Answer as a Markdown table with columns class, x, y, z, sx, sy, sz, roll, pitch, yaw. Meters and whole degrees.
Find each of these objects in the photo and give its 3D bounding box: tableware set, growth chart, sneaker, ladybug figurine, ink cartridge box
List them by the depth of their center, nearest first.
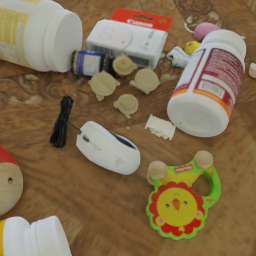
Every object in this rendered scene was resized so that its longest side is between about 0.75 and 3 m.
| class | x | y | z | sx | sy | sz | roll | pitch | yaw |
| --- | --- | --- | --- | --- | --- | --- | --- | --- | --- |
| ladybug figurine | -3.335 | 0.812 | 5.746 | 2.578 | 0.927 | 1.750 | 26 | 43 | 19 |
| growth chart | 0.807 | -0.013 | 7.007 | 0.762 | 0.068 | 0.551 | 23 | 60 | 15 |
| tableware set | -0.078 | -1.168 | 7.324 | 1.408 | 0.196 | 1.686 | 41 | 71 | 2 |
| sneaker | 1.565 | -1.885 | 8.096 | 0.496 | 0.429 | 1.144 | -34 | 54 | -14 |
| ink cartridge box | 0.154 | -3.081 | 8.742 | 2.092 | 0.734 | 2.574 | 15 | 62 | 10 |

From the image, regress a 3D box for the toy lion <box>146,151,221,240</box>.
| class | x | y | z | sx | sy | sz | roll | pitch | yaw |
| --- | --- | --- | --- | --- | --- | --- | --- | --- | --- |
| toy lion | 1.156 | 1.420 | 5.834 | 1.671 | 0.574 | 1.602 | -12 | 64 | -9 |

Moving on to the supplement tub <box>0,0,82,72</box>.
| class | x | y | z | sx | sy | sz | roll | pitch | yaw |
| --- | --- | --- | --- | --- | --- | --- | --- | --- | --- |
| supplement tub | -2.747 | -2.626 | 7.664 | 2.554 | 1.857 | 1.857 | 19 | 58 | 11 |

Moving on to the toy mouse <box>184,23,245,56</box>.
| class | x | y | z | sx | sy | sz | roll | pitch | yaw |
| --- | --- | --- | --- | --- | --- | --- | --- | --- | --- |
| toy mouse | 2.730 | -2.635 | 8.505 | 2.163 | 0.471 | 2.434 | -17 | 58 | -11 |

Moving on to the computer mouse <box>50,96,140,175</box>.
| class | x | y | z | sx | sy | sz | roll | pitch | yaw |
| --- | --- | --- | --- | --- | --- | --- | --- | --- | --- |
| computer mouse | -0.770 | 0.286 | 6.265 | 2.268 | 0.498 | 1.244 | 28 | 102 | 15 |

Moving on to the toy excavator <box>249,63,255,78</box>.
| class | x | y | z | sx | sy | sz | roll | pitch | yaw |
| --- | --- | --- | --- | --- | --- | --- | --- | --- | --- |
| toy excavator | 4.377 | -1.803 | 7.897 | 1.522 | 0.760 | 1.480 | 19 | 56 | 27 |

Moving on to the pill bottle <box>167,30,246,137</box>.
| class | x | y | z | sx | sy | sz | roll | pitch | yaw |
| --- | --- | --- | --- | --- | --- | --- | --- | --- | --- |
| pill bottle | 2.030 | -1.154 | 6.911 | 1.401 | 1.401 | 2.557 | 21 | 61 | 14 |

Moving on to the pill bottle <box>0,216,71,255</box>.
| class | x | y | z | sx | sy | sz | roll | pitch | yaw |
| --- | --- | --- | --- | --- | --- | --- | --- | --- | --- |
| pill bottle | -2.363 | 2.424 | 4.516 | 2.746 | 1.500 | 1.500 | -18 | 58 | -11 |

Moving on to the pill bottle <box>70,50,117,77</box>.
| class | x | y | z | sx | sy | sz | roll | pitch | yaw |
| --- | --- | --- | --- | --- | --- | --- | --- | --- | --- |
| pill bottle | -0.913 | -1.744 | 7.772 | 1.237 | 0.692 | 0.692 | 7 | 57 | 1 |
